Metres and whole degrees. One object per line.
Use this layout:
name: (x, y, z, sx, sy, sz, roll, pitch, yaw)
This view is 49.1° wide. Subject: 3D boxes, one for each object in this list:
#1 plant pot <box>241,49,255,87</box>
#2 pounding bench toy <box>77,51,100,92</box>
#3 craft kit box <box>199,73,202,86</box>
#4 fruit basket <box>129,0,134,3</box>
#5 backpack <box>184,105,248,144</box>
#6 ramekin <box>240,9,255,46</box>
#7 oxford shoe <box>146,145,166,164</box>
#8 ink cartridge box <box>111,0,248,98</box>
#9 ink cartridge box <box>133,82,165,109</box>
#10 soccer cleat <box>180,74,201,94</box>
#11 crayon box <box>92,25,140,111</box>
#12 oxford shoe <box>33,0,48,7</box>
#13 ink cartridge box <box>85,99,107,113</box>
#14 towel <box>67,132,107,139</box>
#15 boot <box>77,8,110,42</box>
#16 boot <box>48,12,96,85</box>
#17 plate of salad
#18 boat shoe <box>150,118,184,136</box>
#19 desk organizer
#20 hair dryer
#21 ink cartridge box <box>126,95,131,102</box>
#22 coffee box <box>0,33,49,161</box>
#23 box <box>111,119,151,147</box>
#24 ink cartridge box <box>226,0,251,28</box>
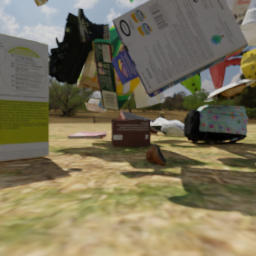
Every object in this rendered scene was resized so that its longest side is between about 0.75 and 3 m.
plant pot: (4.850, -2.203, 10.233, 1.240, 1.240, 1.094, -20, 17, 50)
pounding bench toy: (-0.878, -2.052, 11.156, 1.899, 1.512, 2.435, 17, 11, -15)
craft kit box: (1.759, -2.761, 9.700, 0.542, 2.233, 2.206, -23, 38, -4)
fruit basket: (-0.346, -3.354, 6.179, 1.256, 1.256, 0.906, 1, -13, 22)
backpack: (3.220, -0.122, 10.178, 2.169, 1.373, 1.810, 2, 0, 3)
ramekin: (4.460, -3.520, 9.740, 1.474, 0.686, 1.474, 8, -11, 2)
oxford shoe: (0.541, 0.597, 5.731, 0.355, 0.356, 0.997, -29, 2, 1)
ink cartridge box: (0.826, -1.768, 5.809, 2.511, 1.713, 0.959, -26, -4, 7)
ink cartridge box: (0.912, -1.584, 12.424, 0.684, 1.178, 1.596, -9, 8, 35)
soccer cleat: (1.497, -1.594, 7.684, 0.737, 0.885, 2.184, -27, 25, 15)
crayon box: (-0.256, -1.877, 8.369, 0.607, 2.084, 1.798, 11, 41, 21)
oxford shoe: (-2.485, -3.635, 7.969, 0.292, 0.280, 0.791, -20, 27, 8)
ink cartridge box: (-1.401, -0.979, 12.199, 0.880, 0.298, 0.507, 11, -35, 22)
towel: (-1.896, 0.339, 13.309, 1.511, 0.239, 2.097, -1, 2, 3)
boot: (-0.875, -2.558, 6.981, 0.748, 0.990, 0.357, -5, -23, -12)
boot: (-1.650, -2.680, 10.265, 1.035, 2.291, 2.796, 37, 19, 29)
plate of salad: (3.418, -1.155, 9.400, 1.750, 0.420, 1.750, -21, -7, -3)
boat shoe: (2.054, 0.102, 14.408, 0.777, 0.855, 2.326, -35, 24, -21)
desk organizer: (0.529, -0.092, 15.526, 2.345, 0.903, 0.841, 16, 29, -26)
hair dryer: (4.063, -2.614, 11.049, 1.895, 2.488, 0.676, 33, 5, -5)
ink cartridge box: (-0.233, -1.452, 10.375, 0.324, 0.632, 0.854, -11, -40, 33)
coffee box: (-3.621, -0.652, 6.319, 2.681, 2.655, 2.685, 2, 3, 44)
box: (0.012, 0.124, 9.973, 1.235, 0.925, 2.467, 0, 4, -5)
ink cartridge box: (2.490, -2.746, 7.431, 0.708, 1.679, 1.215, 31, 38, 26)
